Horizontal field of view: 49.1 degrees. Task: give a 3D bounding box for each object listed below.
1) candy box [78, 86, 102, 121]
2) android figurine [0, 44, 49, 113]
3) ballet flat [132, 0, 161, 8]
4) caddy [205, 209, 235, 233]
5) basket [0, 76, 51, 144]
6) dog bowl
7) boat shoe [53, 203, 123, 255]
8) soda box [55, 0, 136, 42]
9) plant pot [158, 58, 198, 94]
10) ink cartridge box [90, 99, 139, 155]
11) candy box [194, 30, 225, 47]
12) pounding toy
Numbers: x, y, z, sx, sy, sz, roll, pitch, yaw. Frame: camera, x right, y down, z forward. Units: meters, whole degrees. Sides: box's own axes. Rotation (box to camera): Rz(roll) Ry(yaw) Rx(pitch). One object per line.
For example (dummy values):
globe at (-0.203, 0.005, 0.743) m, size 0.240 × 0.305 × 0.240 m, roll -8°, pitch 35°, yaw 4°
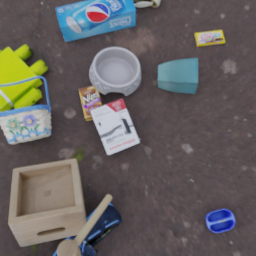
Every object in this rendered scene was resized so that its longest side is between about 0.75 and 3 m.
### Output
candy box at (-1.243, -0.843, 9.471) m, size 0.642 × 0.311 × 1.101 m, roll -14°, pitch 74°, yaw -4°
android figurine at (-4.172, -1.587, 9.544) m, size 2.536 × 0.572 × 2.786 m, roll 43°, pitch 78°, yaw 11°
ballet flat at (-0.022, -4.956, 10.378) m, size 2.552 × 0.861 × 0.796 m, roll 7°, pitch 84°, yaw 2°
caddy at (2.737, 2.778, 8.378) m, size 0.858 × 0.450 × 0.606 m, roll -14°, pitch 76°, yaw -4°
basket at (-3.242, -0.548, 8.833) m, size 1.702 × 1.342 × 1.930 m, roll -15°, pitch 85°, yaw -3°
dog bowl at (-0.412, -1.949, 9.517) m, size 1.814 × 0.532 × 1.814 m, roll 3°, pitch 67°, yaw -7°
boat shoe at (-1.195, 3.267, 7.905) m, size 0.865 × 1.060 × 2.519 m, roll 38°, pitch 80°, yaw 23°
soda box at (-1.123, -3.965, 10.028) m, size 2.685 × 0.911 × 0.862 m, roll -16°, pitch 75°, yaw -5°
plant pot at (1.648, -1.742, 9.445) m, size 1.286 × 0.909 × 0.909 m, roll 2°, pitch 74°, yaw 7°
ink cartridge box at (-0.419, -0.004, 8.904) m, size 1.088 × 0.632 × 1.508 m, roll -22°, pitch 89°, yaw -6°
candy box at (2.979, -3.273, 10.244) m, size 1.012 × 0.134 × 0.517 m, roll -8°, pitch 72°, yaw -2°
pounding toy at (-1.669, 2.359, 7.450) m, size 2.543 × 1.324 × 2.894 m, roll -9°, pitch 42°, yaw -10°
